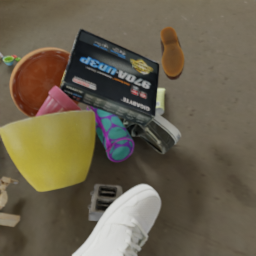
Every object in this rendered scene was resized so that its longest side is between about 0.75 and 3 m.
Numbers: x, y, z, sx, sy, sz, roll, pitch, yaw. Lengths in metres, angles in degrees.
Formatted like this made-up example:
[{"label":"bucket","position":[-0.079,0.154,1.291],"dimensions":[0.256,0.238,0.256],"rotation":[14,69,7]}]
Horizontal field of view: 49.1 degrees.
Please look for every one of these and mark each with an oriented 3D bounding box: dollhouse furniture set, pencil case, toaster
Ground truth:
[{"label":"dollhouse furniture set","position":[-3.307,2.053,7.607],"dimensions":[0.552,0.647,1.247],"rotation":[24,35,-34]},{"label":"pencil case","position":[-0.643,0.021,8.897],"dimensions":[1.027,0.946,2.222],"rotation":[21,25,-44]},{"label":"toaster","position":[-0.556,2.044,7.506],"dimensions":[0.973,0.577,0.879],"rotation":[5,48,4]}]

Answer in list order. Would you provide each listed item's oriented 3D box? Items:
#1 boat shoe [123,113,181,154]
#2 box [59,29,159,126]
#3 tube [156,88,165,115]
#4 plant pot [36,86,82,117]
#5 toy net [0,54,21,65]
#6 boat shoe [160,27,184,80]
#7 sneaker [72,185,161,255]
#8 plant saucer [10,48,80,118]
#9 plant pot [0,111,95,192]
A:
[{"label":"boat shoe","position":[0.298,-0.236,9.321],"dimensions":[2.988,1.056,0.951],"rotation":[35,70,31]},{"label":"box","position":[-0.461,-1.538,8.541],"dimensions":[2.830,0.651,2.249],"rotation":[20,55,-17]},{"label":"tube","position":[1.163,-1.082,10.676],"dimensions":[0.377,0.422,1.453],"rotation":[-34,34,31]},{"label":"plant pot","position":[-1.933,-0.431,7.709],"dimensions":[1.100,1.100,0.984],"rotation":[38,82,30]},{"label":"toy net","position":[-5.662,-3.251,12.751],"dimensions":[1.523,0.294,0.799],"rotation":[22,50,20]},{"label":"boat shoe","position":[1.497,-2.417,9.445],"dimensions":[0.742,0.741,2.109],"rotation":[-5,61,11]},{"label":"sneaker","position":[-0.040,2.336,4.830],"dimensions":[2.931,1.080,1.694],"rotation":[-45,26,-23]},{"label":"plant saucer","position":[-2.639,-1.439,9.404],"dimensions":[2.533,2.533,0.409],"rotation":[-24,41,-21]},{"label":"plant pot","position":[-1.903,0.665,7.367],"dimensions":[2.445,2.445,1.735],"rotation":[-12,87,-11]}]
